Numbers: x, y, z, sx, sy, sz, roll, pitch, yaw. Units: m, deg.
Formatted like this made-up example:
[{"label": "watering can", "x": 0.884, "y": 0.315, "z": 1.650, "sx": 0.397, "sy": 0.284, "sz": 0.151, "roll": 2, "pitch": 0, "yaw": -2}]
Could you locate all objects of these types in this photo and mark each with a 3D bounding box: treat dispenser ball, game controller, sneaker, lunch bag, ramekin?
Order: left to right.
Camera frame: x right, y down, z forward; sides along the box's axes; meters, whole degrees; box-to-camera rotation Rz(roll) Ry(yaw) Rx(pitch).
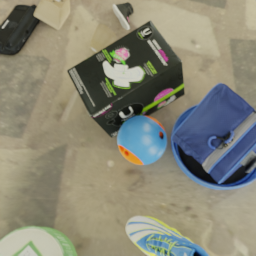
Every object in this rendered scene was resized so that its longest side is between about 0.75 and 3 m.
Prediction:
[{"label": "game controller", "x": -4.425, "y": -3.942, "z": 11.103, "sx": 1.388, "sy": 0.560, "sz": 2.661, "roll": 8, "pitch": 61, "yaw": 21}, {"label": "ramekin", "x": -2.349, "y": 3.445, "z": 6.774, "sx": 2.134, "sy": 1.042, "sz": 2.134, "roll": 0, "pitch": 62, "yaw": 0}, {"label": "sneaker", "x": -0.046, "y": -4.604, "z": 11.357, "sx": 0.742, "sy": 0.529, "sz": 1.497, "roll": -21, "pitch": 60, "yaw": -5}, {"label": "treat dispenser ball", "x": 0.403, "y": 0.359, "z": 8.186, "sx": 1.443, "sy": 1.443, "sz": 1.443, "roll": 0, "pitch": 62, "yaw": 0}, {"label": "sneaker", "x": 1.072, "y": 2.872, "z": 6.941, "sx": 2.466, "sy": 1.295, "sz": 0.934, "roll": 25, "pitch": 65, "yaw": 12}, {"label": "lunch bag", "x": 2.577, "y": 0.268, "z": 7.241, "sx": 1.902, "sy": 2.875, "sz": 1.953, "roll": 44, "pitch": 104, "yaw": 20}]

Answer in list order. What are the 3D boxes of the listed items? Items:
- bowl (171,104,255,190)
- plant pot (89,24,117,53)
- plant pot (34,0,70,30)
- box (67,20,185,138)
[{"label": "bowl", "x": 2.746, "y": 0.530, "z": 8.614, "sx": 2.876, "sy": 0.565, "sz": 2.876, "roll": 0, "pitch": 62, "yaw": 0}, {"label": "plant pot", "x": -1.038, "y": -3.284, "z": 10.568, "sx": 0.850, "sy": 0.850, "sz": 0.907, "roll": 33, "pitch": 85, "yaw": 16}, {"label": "plant pot", "x": -2.910, "y": -4.790, "z": 10.996, "sx": 1.113, "sy": 0.985, "sz": 1.111, "roll": 28, "pitch": 63, "yaw": -13}, {"label": "box", "x": 0.050, "y": -1.341, "z": 8.400, "sx": 2.795, "sy": 2.076, "sz": 1.737, "roll": -30, "pitch": 67, "yaw": 3}]
